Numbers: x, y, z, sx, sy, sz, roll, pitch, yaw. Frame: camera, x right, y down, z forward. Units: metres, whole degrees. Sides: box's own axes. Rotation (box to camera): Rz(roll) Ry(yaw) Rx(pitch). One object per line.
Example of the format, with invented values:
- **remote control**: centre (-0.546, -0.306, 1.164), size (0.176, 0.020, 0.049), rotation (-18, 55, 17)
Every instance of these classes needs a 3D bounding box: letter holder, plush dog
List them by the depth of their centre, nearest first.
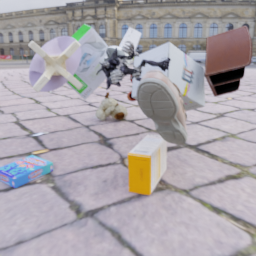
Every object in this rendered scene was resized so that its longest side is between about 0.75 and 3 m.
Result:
- **letter holder**: centre (3.520, -2.300, 9.539), size (1.488, 1.053, 2.094), rotation (-12, 47, 31)
- **plush dog**: centre (-0.731, -1.021, 15.297), size (1.547, 1.446, 1.802), rotation (26, 20, 4)

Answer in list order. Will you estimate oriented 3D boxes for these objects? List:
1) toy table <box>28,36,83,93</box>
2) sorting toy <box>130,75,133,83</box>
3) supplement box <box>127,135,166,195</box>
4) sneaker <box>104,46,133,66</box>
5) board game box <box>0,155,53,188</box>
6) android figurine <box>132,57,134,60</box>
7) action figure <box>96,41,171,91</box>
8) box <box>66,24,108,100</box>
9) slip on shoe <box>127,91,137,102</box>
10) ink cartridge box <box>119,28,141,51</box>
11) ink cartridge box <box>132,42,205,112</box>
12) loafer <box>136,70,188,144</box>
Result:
- **toy table**: centre (-2.733, -2.391, 10.591), size (2.293, 2.494, 1.461), rotation (29, 4, -23)
- **sorting toy**: centre (0.727, -2.192, 12.948), size (0.723, 1.059, 1.763), rotation (23, 13, 23)
- **supplement box**: centre (0.609, 1.027, 8.367), size (0.682, 1.169, 1.854), rotation (5, 17, 21)
- **sneaker**: centre (-0.320, -2.821, 11.275), size (1.045, 0.917, 2.608), rotation (-22, 7, -8)
- **board game box**: centre (-3.262, 1.333, 8.811), size (1.081, 0.320, 1.422), rotation (11, 20, 33)
- **android figurine**: centre (0.327, -3.927, 15.514), size (0.853, 0.192, 0.937), rotation (30, -3, -23)
- **action figure**: centre (-0.005, -1.745, 8.033), size (2.331, 1.385, 1.189), rotation (10, -10, 20)
- **box**: centre (-1.986, -2.962, 12.752), size (2.491, 2.198, 1.205), rotation (-45, 36, 0)
- **slip on shoe**: centre (0.766, -1.631, 12.527), size (1.752, 0.649, 0.536), rotation (-21, 7, 6)
- **ink cartridge box**: centre (-0.059, -3.993, 13.984), size (0.686, 1.178, 1.630), rotation (22, -19, -11)
- **ink cartridge box**: centre (1.461, -1.645, 10.048), size (2.260, 1.635, 1.642), rotation (20, -22, -41)
- **loafer**: centre (0.927, -0.557, 6.867), size (0.977, 2.717, 0.854), rotation (5, 61, 26)
